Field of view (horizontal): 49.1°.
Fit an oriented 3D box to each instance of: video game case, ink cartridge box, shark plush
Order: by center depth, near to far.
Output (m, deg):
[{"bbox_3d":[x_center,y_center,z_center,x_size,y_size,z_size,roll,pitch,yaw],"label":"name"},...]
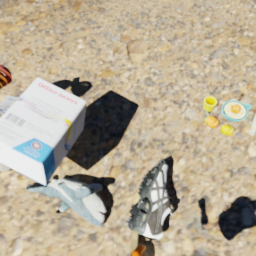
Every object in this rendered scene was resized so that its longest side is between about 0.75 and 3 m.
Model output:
[{"bbox_3d":[-2.589,0.105,8.403,1.725,1.717,2.351,27,57,5],"label":"ink cartridge box"},{"bbox_3d":[-2.165,2.386,9.473,2.978,1.353,1.240,11,87,2],"label":"shark plush"},{"bbox_3d":[-4.332,-0.408,11.410,2.444,0.281,2.227,10,42,6],"label":"video game case"}]

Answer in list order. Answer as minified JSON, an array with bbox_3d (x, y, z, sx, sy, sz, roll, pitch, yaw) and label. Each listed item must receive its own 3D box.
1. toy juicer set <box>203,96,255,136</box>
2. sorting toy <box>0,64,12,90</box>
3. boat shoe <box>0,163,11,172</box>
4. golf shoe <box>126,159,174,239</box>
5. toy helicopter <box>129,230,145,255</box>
[{"bbox_3d":[4.386,-0.446,11.480,2.612,0.711,1.662,9,56,5],"label":"toy juicer set"},{"bbox_3d":[-4.513,-1.523,8.490,1.837,1.104,0.754,1,59,12],"label":"sorting toy"},{"bbox_3d":[-4.507,1.000,10.745,0.522,0.445,1.560,25,57,-24],"label":"boat shoe"},{"bbox_3d":[0.985,2.396,9.542,1.328,1.093,2.811,33,55,-8],"label":"golf shoe"},{"bbox_3d":[0.163,3.840,8.331,0.789,1.323,2.001,2,37,1],"label":"toy helicopter"}]
